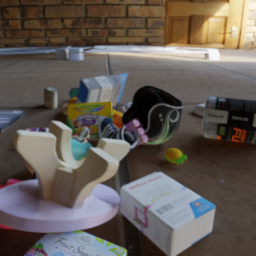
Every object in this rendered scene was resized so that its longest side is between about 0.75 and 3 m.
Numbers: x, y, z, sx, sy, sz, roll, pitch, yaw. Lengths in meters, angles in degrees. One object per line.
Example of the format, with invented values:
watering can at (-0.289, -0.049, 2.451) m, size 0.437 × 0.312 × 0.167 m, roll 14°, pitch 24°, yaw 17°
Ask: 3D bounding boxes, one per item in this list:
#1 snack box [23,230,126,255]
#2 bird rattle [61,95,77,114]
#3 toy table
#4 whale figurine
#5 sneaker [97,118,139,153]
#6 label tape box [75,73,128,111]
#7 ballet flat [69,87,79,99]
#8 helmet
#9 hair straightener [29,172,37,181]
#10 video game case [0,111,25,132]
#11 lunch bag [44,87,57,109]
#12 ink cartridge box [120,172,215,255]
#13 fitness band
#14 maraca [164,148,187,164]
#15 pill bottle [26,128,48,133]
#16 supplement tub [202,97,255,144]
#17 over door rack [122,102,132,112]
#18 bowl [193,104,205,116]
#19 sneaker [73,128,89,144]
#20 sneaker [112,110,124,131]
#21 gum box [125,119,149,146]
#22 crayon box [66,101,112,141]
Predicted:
snack box at (-0.970, 2.392, 4.966) m, size 1.575 × 0.417 × 1.120 m, roll 11°, pitch 24°, yaw 26°
bird rattle at (-2.380, -1.306, 13.635) m, size 1.905 × 1.316 × 2.336 m, roll -29°, pitch 29°, yaw -22°
toy table at (-1.241, 0.973, 5.931) m, size 2.581 × 1.644 × 2.808 m, roll 22°, pitch 12°, yaw 38°
whale figurine at (-1.907, 0.666, 8.343) m, size 2.240 × 1.162 × 1.782 m, roll -7°, pitch 27°, yaw -34°
sneaker at (-0.351, 0.190, 9.002) m, size 1.205 × 0.778 × 2.221 m, roll -38°, pitch 31°, yaw 23°
label tape box at (-1.007, -1.366, 12.378) m, size 2.495 × 1.799 × 0.790 m, roll -16°, pitch 53°, yaw -35°
ballet flat at (-2.004, -1.843, 15.426) m, size 2.486 × 0.894 × 0.894 m, roll 7°, pitch 22°, yaw 16°
helmet at (0.827, -0.312, 9.932) m, size 1.999 × 1.906 × 1.999 m, roll 21°, pitch 25°, yaw -11°
hair straightener at (-2.285, 1.519, 6.849) m, size 0.533 × 0.284 × 1.386 m, roll 4°, pitch 40°, yaw 16°
video game case at (-5.796, -0.328, 12.308) m, size 1.626 × 0.216 × 2.276 m, roll 1°, pitch 22°, yaw 3°
lunch bag at (-4.008, -1.565, 14.508) m, size 0.656 × 0.916 × 1.116 m, roll -5°, pitch 20°, yaw -26°
ink cartridge box at (0.795, 1.774, 6.128) m, size 1.246 × 0.730 × 1.724 m, roll -15°, pitch 27°, yaw -33°
fitness band at (-2.792, 1.762, 6.646) m, size 1.864 × 0.349 × 1.339 m, roll 8°, pitch 23°, yaw 15°
maraca at (1.484, 0.899, 8.815) m, size 0.534 × 0.417 × 0.780 m, roll -36°, pitch 36°, yaw -21°
pill bottle at (-3.191, 0.297, 10.188) m, size 1.001 × 0.563 × 0.563 m, roll -3°, pitch 21°, yaw -8°
supplement tub at (4.072, -0.263, 10.205) m, size 2.558 × 1.567 × 1.567 m, roll 7°, pitch 22°, yaw 19°
over door rack at (0.727, -1.204, 13.758) m, size 1.700 × 0.566 × 1.256 m, roll -16°, pitch 10°, yaw 33°
bowl at (3.801, -0.896, 13.534) m, size 1.055 × 0.394 × 1.053 m, roll -12°, pitch 24°, yaw -26°
sneaker at (-1.586, 0.368, 9.341) m, size 0.343 × 0.860 × 0.560 m, roll 23°, pitch -6°, yaw 10°
sneaker at (-0.299, -0.280, 11.302) m, size 2.216 × 0.855 × 0.809 m, roll 0°, pitch 18°, yaw -5°
gum box at (0.274, 0.158, 8.838) m, size 0.264 × 0.799 × 0.453 m, roll -28°, pitch -2°, yaw -41°
crayon box at (-1.444, -0.263, 10.636) m, size 1.701 × 0.496 × 1.468 m, roll -4°, pitch 56°, yaw -1°
